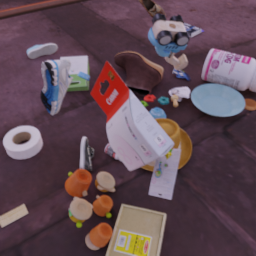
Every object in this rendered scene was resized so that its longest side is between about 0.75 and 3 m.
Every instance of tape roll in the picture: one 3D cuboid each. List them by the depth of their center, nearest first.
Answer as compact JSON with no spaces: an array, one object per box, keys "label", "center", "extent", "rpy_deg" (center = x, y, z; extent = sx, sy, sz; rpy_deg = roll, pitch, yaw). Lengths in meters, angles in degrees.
[{"label":"tape roll","center":[-4.158,0.563,11.107],"extent":[1.425,0.498,1.425],"rpy_deg":[0,44,0]}]

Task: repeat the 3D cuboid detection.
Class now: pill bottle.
[{"label":"pill bottle","center":[-0.481,0.943,10.747],"extent":[0.776,0.450,0.450],"rpy_deg":[28,50,26]},{"label":"pill bottle","center":[5.248,-2.775,13.791],"extent":[2.849,1.615,1.615],"rpy_deg":[21,47,20]}]

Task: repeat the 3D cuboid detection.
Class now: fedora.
[{"label":"fedora","center":[1.234,0.444,10.804],"extent":[2.703,1.102,2.703],"rpy_deg":[0,44,0]}]

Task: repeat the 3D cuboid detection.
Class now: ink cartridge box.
[{"label":"ink cartridge box","center":[-0.208,-0.148,7.469],"extent":[2.594,2.108,0.740],"rpy_deg":[48,64,0]},{"label":"ink cartridge box","center":[-2.737,-2.542,14.109],"extent":[1.456,0.832,2.805],"rpy_deg":[-4,44,-4]},{"label":"ink cartridge box","center":[4.121,-6.626,18.777],"extent":[1.444,0.313,1.430],"rpy_deg":[-32,52,-30]}]

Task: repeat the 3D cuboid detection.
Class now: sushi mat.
[{"label":"sushi mat","center":[-3.719,2.835,9.058],"extent":[0.885,0.054,0.424],"rpy_deg":[-26,51,-25]}]

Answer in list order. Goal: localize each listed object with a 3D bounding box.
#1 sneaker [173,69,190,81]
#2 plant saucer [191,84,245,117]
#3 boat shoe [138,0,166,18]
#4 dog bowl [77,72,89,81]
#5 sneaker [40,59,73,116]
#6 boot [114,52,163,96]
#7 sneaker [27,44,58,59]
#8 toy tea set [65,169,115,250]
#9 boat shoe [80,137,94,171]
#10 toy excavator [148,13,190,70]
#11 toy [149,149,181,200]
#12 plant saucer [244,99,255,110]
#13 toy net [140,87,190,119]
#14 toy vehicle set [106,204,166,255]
[{"label":"sneaker","center":[2.804,-2.779,14.733],"extent":[1.051,0.432,0.388],"rpy_deg":[41,26,14]},{"label":"plant saucer","center":[4.088,-1.169,12.950],"extent":[2.425,0.467,2.425],"rpy_deg":[0,43,0]},{"label":"boat shoe","center":[1.004,-4.894,11.548],"extent":[1.517,0.574,0.545],"rpy_deg":[31,29,-28]},{"label":"dog bowl","center":[-1.664,-1.953,10.547],"extent":[0.422,0.187,0.756],"rpy_deg":[24,4,-2]},{"label":"sneaker","center":[-2.302,-1.335,9.379],"extent":[1.002,2.311,0.866],"rpy_deg":[-31,69,-37]},{"label":"boot","center":[0.214,-2.786,14.179],"extent":[2.921,1.057,2.430],"rpy_deg":[20,45,15]},{"label":"sneaker","center":[-5.094,-4.664,16.460],"extent":[1.799,0.665,0.737],"rpy_deg":[-22,52,-22]},{"label":"toy tea set","center":[-1.281,2.538,8.980],"extent":[1.618,1.007,2.721],"rpy_deg":[21,36,-21]},{"label":"boat shoe","center":[-1.549,0.998,10.670],"extent":[0.491,0.546,1.543],"rpy_deg":[-3,51,-3]},{"label":"toy excavator","center":[1.665,-3.202,11.066],"extent":[2.177,2.239,1.118],"rpy_deg":[-3,63,-20]},{"label":"toy","center":[1.023,1.188,7.362],"extent":[0.744,0.305,1.293],"rpy_deg":[0,74,46]},{"label":"plant saucer","center":[5.679,-1.120,13.131],"extent":[0.777,0.145,0.777],"rpy_deg":[0,43,0]},{"label":"toy net","center":[1.731,-1.199,12.982],"extent":[2.813,0.543,1.476],"rpy_deg":[-33,50,-32]},{"label":"toy vehicle set","center":[0.204,3.460,8.207],"extent":[1.464,0.312,2.356],"rpy_deg":[11,45,11]}]
